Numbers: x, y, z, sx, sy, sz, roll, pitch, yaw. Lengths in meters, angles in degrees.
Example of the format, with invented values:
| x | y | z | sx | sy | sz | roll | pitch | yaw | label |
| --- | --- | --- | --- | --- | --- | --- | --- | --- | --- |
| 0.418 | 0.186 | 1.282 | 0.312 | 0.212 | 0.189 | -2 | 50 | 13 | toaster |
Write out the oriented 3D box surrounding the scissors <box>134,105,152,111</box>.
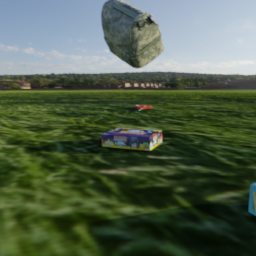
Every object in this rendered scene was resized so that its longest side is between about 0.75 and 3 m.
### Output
| x | y | z | sx | sy | sz | roll | pitch | yaw | label |
| --- | --- | --- | --- | --- | --- | --- | --- | --- | --- |
| 0.548 | -1.010 | 14.577 | 0.917 | 0.175 | 2.508 | 6 | 12 | 19 | scissors |

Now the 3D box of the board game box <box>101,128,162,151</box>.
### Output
| x | y | z | sx | sy | sz | roll | pitch | yaw | label |
| --- | --- | --- | --- | --- | --- | --- | --- | --- | --- |
| 0.104 | 0.227 | 6.259 | 1.113 | 0.316 | 0.920 | 3 | 9 | 21 | board game box |

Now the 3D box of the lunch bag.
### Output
| x | y | z | sx | sy | sz | roll | pitch | yaw | label |
| --- | --- | --- | --- | --- | --- | --- | --- | --- | --- |
| 0.075 | -3.278 | 9.450 | 1.480 | 1.781 | 2.124 | -39 | 52 | -7 | lunch bag |

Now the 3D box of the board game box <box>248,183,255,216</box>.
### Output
| x | y | z | sx | sy | sz | roll | pitch | yaw | label |
| --- | --- | --- | --- | --- | --- | --- | --- | --- | --- |
| 2.153 | 0.784 | 2.710 | 1.456 | 0.342 | 1.099 | -3 | 10 | -19 | board game box |
